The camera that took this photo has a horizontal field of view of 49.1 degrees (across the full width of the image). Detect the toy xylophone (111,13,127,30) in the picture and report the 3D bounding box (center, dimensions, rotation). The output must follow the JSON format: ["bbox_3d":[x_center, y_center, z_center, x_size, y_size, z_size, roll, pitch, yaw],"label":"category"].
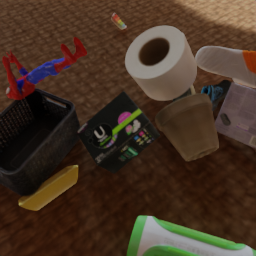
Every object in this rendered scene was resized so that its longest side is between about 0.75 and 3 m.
[{"bbox_3d":[-0.382,-4.425,11.626,0.757,0.190,0.554,36,41,-22],"label":"toy xylophone"}]

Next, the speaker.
[{"bbox_3d":[1.306,2.638,5.783,2.538,1.122,1.122,14,54,10],"label":"speaker"}]

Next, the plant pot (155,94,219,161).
[{"bbox_3d":[1.735,0.073,7.622,1.623,1.623,1.409,-17,70,-13],"label":"plant pot"}]

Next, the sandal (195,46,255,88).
[{"bbox_3d":[3.742,-2.085,9.438,2.929,0.839,1.122,19,97,10],"label":"sandal"}]

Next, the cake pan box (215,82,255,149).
[{"bbox_3d":[3.329,-0.321,7.674,1.584,1.459,0.414,28,22,34],"label":"cake pan box"}]

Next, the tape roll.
[{"bbox_3d":[1.021,-1.949,8.579,1.896,1.302,1.896,-13,60,23],"label":"tape roll"}]

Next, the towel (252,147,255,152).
[{"bbox_3d":[4.751,0.144,7.799,2.591,0.281,1.900,-22,48,3],"label":"towel"}]

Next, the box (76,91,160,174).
[{"bbox_3d":[-0.244,0.144,7.380,1.669,1.037,1.239,-40,60,4],"label":"box"}]

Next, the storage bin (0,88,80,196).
[{"bbox_3d":[-2.624,0.304,7.506,1.696,1.176,2.509,22,56,20],"label":"storage bin"}]

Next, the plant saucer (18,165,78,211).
[{"bbox_3d":[-1.861,1.465,6.705,1.475,1.474,0.357,-34,95,-23],"label":"plant saucer"}]

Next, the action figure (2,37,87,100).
[{"bbox_3d":[-2.470,-1.637,7.023,2.770,1.371,0.904,-26,16,34],"label":"action figure"}]

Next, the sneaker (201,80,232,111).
[{"bbox_3d":[2.763,-1.157,8.897,1.615,0.591,0.662,-43,107,-30],"label":"sneaker"}]

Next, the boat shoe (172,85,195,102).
[{"bbox_3d":[1.527,-1.691,9.329,0.691,0.814,2.236,-10,59,-11],"label":"boat shoe"}]
